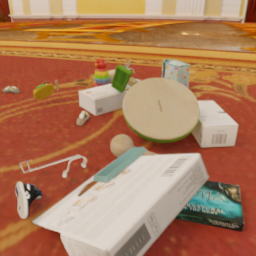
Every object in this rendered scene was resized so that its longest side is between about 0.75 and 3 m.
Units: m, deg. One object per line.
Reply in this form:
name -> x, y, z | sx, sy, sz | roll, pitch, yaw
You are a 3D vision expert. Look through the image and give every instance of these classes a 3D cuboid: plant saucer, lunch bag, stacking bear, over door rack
plant saucer -> -0.172, 0.808, 6.449 | 0.501, 0.136, 1.433 | -6, 21, 47
lunch bag -> 1.980, -2.340, 12.598 | 0.950, 1.327, 1.557 | -12, 28, -25
stacking bear -> -1.243, -2.522, 12.959 | 0.761, 1.339, 0.813 | -10, 28, -20
over door rack -> -1.672, 0.910, 6.458 | 1.390, 0.463, 1.027 | -5, -5, -13

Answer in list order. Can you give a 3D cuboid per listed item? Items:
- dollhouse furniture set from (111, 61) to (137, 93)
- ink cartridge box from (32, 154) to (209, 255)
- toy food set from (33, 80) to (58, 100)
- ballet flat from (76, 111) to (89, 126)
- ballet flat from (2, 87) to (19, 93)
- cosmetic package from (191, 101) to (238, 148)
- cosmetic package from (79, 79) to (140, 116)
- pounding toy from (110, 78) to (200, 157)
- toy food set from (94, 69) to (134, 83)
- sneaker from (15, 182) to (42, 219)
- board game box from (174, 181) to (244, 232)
dollhouse furniture set -> 0.459, -1.660, 10.416 | 1.800, 0.904, 1.179 | 33, 42, 10
ink cartridge box -> -0.145, 1.418, 5.508 | 2.391, 0.600, 2.755 | -9, 19, 48
toy food set -> -3.346, -1.557, 11.208 | 1.102, 0.649, 0.360 | -34, 64, -21
ballet flat -> -1.558, -0.396, 9.779 | 0.317, 0.314, 0.933 | 3, 26, 6
ballet flat -> -5.269, -1.732, 12.563 | 0.857, 0.273, 0.289 | 8, 27, 16
cosmetic package -> 2.514, -0.192, 8.865 | 1.053, 0.767, 2.071 | -2, 27, -6
cosmetic package -> -0.456, -1.310, 11.200 | 2.816, 0.713, 1.162 | -20, 31, -35
pounding toy -> 0.824, -0.013, 8.328 | 2.216, 1.332, 2.871 | 16, 58, 8
toy food set -> -0.676, -2.595, 14.198 | 1.271, 0.535, 1.772 | 4, 22, 36
sneaker -> -1.970, 1.456, 5.710 | 0.501, 0.328, 0.896 | 16, 26, -37
board game box -> 1.454, 1.510, 5.945 | 1.777, 0.250, 1.202 | 7, 27, 13
